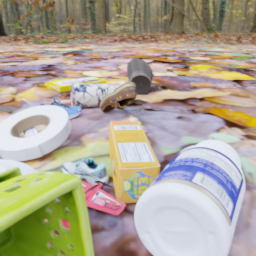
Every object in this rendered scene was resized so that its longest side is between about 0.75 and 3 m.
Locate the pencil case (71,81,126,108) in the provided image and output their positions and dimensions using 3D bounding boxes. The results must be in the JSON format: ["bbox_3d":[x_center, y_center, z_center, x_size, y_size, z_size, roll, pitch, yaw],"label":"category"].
[{"bbox_3d":[-1.289,-1.561,12.814,2.647,1.184,1.030,-5,14,-15],"label":"pencil case"}]

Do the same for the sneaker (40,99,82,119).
[{"bbox_3d":[-2.744,-0.766,11.359,1.724,0.769,0.677,-5,22,-15],"label":"sneaker"}]

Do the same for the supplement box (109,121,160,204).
[{"bbox_3d":[0.044,0.725,7.247,0.999,0.966,2.904,0,22,-6],"label":"supplement box"}]

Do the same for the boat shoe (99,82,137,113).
[{"bbox_3d":[-0.435,-1.078,11.388,0.752,0.706,2.090,-1,-23,-44],"label":"boat shoe"}]

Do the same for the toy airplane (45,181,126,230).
[{"bbox_3d":[-1.022,1.600,5.828,1.877,0.345,1.877,3,24,-1],"label":"toy airplane"}]

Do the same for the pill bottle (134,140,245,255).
[{"bbox_3d":[1.333,1.196,5.254,1.532,1.532,2.560,11,23,27],"label":"pill bottle"}]

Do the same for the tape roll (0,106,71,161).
[{"bbox_3d":[-2.936,0.096,8.601,2.386,0.436,2.386,-7,35,5],"label":"tape roll"}]

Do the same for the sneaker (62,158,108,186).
[{"bbox_3d":[-1.088,0.984,7.071,1.372,0.592,0.532,11,24,25],"label":"sneaker"}]

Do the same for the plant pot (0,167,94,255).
[{"bbox_3d":[-1.718,1.634,3.798,1.692,1.856,1.865,9,22,37],"label":"plant pot"}]

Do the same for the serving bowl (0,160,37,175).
[{"bbox_3d":[-3.032,1.334,5.801,2.648,0.871,2.648,1,22,0],"label":"serving bowl"}]

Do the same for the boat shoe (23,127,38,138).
[{"bbox_3d":[-3.133,0.303,9.136,0.496,0.504,1.421,-38,38,-15],"label":"boat shoe"}]

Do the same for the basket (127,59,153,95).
[{"bbox_3d":[0.671,-2.713,15.493,1.381,1.832,2.031,-30,25,17],"label":"basket"}]

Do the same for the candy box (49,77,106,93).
[{"bbox_3d":[-2.979,-2.609,16.634,2.995,0.395,1.531,-15,23,-34],"label":"candy box"}]
